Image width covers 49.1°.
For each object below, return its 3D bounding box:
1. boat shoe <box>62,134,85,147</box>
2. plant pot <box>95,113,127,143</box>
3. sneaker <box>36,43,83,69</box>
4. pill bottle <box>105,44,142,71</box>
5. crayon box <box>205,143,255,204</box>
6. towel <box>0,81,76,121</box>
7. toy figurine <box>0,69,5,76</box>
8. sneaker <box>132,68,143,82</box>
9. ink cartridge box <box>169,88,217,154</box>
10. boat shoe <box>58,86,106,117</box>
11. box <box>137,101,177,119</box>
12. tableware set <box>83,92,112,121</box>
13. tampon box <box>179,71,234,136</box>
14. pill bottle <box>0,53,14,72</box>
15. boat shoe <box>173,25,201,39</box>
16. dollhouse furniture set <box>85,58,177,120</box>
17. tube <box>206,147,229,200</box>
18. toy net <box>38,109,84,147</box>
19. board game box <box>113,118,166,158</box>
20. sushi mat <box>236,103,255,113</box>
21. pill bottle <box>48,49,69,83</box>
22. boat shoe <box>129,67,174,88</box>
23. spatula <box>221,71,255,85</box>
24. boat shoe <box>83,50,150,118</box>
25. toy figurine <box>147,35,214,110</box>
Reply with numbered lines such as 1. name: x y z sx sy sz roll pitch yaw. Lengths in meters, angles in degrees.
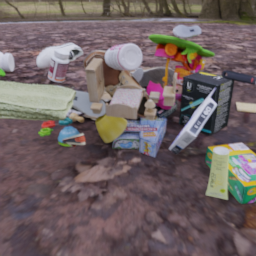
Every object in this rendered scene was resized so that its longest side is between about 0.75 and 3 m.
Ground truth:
1. boat shoe: -1.369 0.342 7.030 0.879 0.275 0.313 -13 5 45
2. plant pot: -0.593 -0.108 8.472 0.947 0.672 0.947 -36 24 18
3. sneaker: -2.508 -2.622 10.276 1.733 0.662 0.698 -32 47 -23
4. pill bottle: -0.174 -1.927 7.683 0.676 0.676 1.193 -13 17 -24
5. crayon box: 2.782 1.044 6.883 1.048 0.514 1.764 -5 27 -11
6. towel: -2.161 -0.609 5.870 2.002 0.365 1.485 4 25 -6
7. toy figurine: -4.315 -1.396 7.420 1.346 1.463 1.098 -47 29 7
8. sneaker: 0.216 -1.825 10.436 0.378 1.026 0.593 21 23 -16
9. ink cartridge box: 1.748 -0.128 7.293 0.325 1.485 1.499 35 68 6
10. boat shoe: -1.482 -0.793 8.314 1.749 0.618 0.557 21 -7 -7
11. box: 0.978 -0.717 10.581 1.239 0.358 1.558 16 31 29
12. tableware set: -0.875 -1.025 11.226 2.461 0.342 2.946 21 34 36
13. tampon box: 2.587 -0.859 9.326 1.093 1.732 1.298 -22 34 -37
14. pill bottle: -7.452 -3.554 15.341 2.060 1.193 1.193 -1 27 -5
15. boat shoe: 1.778 -2.929 8.706 1.113 0.409 0.364 -10 -5 -32
16. dollhouse furniture set: 0.039 -1.003 7.296 2.321 1.028 1.203 7 39 12
17. tube: 1.973 1.027 6.072 0.327 1.258 0.365 -14 29 -20
18. toy net: -2.066 -0.143 9.394 1.286 0.473 2.451 -2 25 3
19. board game box: 0.384 0.243 8.498 1.652 0.510 1.651 1 26 2
20. sushi mat: 5.172 -0.751 10.947 1.804 0.109 0.863 6 26 13
21. pill bottle: -2.433 -2.193 9.856 0.601 1.052 0.601 17 29 -10
22. boat shoe: 0.963 -2.465 13.391 2.757 1.044 0.990 -4 25 -11
23. spatula: 3.754 -1.258 7.763 2.415 0.683 0.248 22 18 30
24. boat shoe: -0.149 -1.301 8.809 2.926 1.108 1.050 36 11 -35
25. toy figurine: 1.644 -1.786 9.961 2.529 2.328 1.899 10 10 -25
